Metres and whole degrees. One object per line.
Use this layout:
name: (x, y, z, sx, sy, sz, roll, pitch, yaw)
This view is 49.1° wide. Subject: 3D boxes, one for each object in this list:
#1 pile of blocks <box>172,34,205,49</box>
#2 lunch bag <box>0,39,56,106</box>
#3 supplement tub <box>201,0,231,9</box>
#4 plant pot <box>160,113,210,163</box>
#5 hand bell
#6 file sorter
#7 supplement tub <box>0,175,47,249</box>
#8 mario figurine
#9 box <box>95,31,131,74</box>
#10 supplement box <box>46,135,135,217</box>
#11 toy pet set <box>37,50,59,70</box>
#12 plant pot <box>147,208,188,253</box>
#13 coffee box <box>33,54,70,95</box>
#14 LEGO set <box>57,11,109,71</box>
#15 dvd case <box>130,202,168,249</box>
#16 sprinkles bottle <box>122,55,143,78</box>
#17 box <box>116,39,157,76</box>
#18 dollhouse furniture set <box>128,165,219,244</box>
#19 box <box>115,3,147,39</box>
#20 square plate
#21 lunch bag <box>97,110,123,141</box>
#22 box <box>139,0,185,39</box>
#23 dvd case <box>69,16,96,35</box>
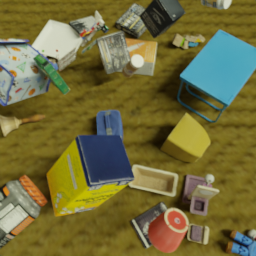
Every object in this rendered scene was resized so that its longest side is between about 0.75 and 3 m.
pile of blocks: (2.669, -3.914, 12.672, 1.531, 0.629, 0.476, -3, 21, -11)
lunch bag: (-3.365, -1.814, 7.889, 1.991, 1.233, 1.693, 40, 33, 11)
supplement tub: (2.831, -4.171, 8.988, 0.828, 0.599, 0.599, 31, 67, 32)
plant pot: (2.127, 0.520, 10.030, 1.300, 1.271, 1.263, 37, 69, 9)
hand bell: (-4.028, -0.273, 10.774, 1.610, 0.838, 0.838, -16, 64, -20)
file sorter: (3.474, -1.944, 10.913, 1.969, 1.741, 2.838, 35, 69, 16)
supplement tub: (-3.868, 2.712, 8.760, 2.420, 1.483, 1.483, -40, 70, -19)
mario figurine: (4.032, 3.960, 8.717, 1.847, 0.979, 1.140, 21, 101, 21)
box: (-0.507, -2.778, 10.378, 1.043, 0.318, 1.316, -21, 110, -10)
supplement box: (-1.095, 1.297, 7.434, 1.270, 2.334, 1.278, 0, 59, -37)
toy pet set: (-3.354, -2.813, 11.839, 0.919, 0.858, 0.488, -3, 55, -1)
plant pot: (0.995, 2.389, 6.682, 0.872, 0.772, 0.872, 15, 40, -13)
coffee box: (-2.046, -1.431, 7.541, 0.242, 1.099, 0.676, -43, 54, -10)
LEGO set: (-1.640, -3.061, 9.886, 2.392, 1.787, 0.587, -41, 98, -9)
dvd case: (0.878, 3.207, 9.283, 1.313, 0.105, 0.976, -27, 67, -13)
sprinkles bottle: (0.130, -1.985, 9.112, 0.408, 1.196, 0.408, 2, 84, -15)
box: (0.227, -3.033, 11.914, 1.841, 0.897, 1.145, 7, 64, 4)
dollhouse furniture set: (1.328, 2.113, 8.768, 2.801, 1.988, 2.219, 12, 64, 6)
box: (0.363, -5.069, 13.209, 1.274, 0.388, 1.580, 31, 68, 16)
square plate: (-3.099, -3.892, 12.686, 2.003, 0.285, 1.984, 18, 66, 9)
lunch bag: (-0.682, -0.033, 10.434, 0.923, 0.899, 1.359, -6, 65, -3)
box: (1.300, -4.398, 10.898, 0.780, 1.495, 1.106, -38, 97, -27)
dvd case: (-1.946, -4.753, 12.968, 1.289, 0.159, 0.968, -28, 59, -28)
